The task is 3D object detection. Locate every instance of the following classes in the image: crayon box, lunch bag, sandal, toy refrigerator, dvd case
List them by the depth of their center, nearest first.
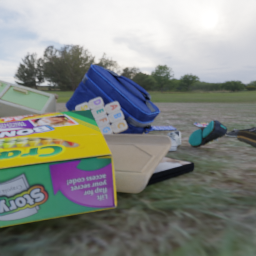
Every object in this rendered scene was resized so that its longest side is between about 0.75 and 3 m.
[{"bbox_3d":[-1.811,0.463,4.160,2.858,0.833,2.466,-7,16,-12],"label":"crayon box"},{"bbox_3d":[2.685,0.754,4.471,1.180,0.788,2.888,14,17,-23],"label":"sandal"},{"bbox_3d":[-0.026,0.780,6.256,1.735,0.213,2.432,-7,10,-42],"label":"dvd case"},{"bbox_3d":[-3.143,-0.718,7.706,2.103,0.736,0.798,16,50,4],"label":"toy refrigerator"},{"bbox_3d":[-0.309,-0.639,8.280,2.561,1.694,1.740,40,20,14],"label":"lunch bag"}]

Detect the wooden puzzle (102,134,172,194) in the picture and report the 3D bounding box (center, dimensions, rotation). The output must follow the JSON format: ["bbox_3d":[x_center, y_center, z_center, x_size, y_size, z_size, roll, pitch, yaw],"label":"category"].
[{"bbox_3d":[-0.278,0.626,5.338,1.887,0.380,2.040,0,19,21],"label":"wooden puzzle"}]

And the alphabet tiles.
[{"bbox_3d":[-0.818,-0.078,6.859,1.468,1.500,0.110,-20,-33,-1],"label":"alphabet tiles"}]

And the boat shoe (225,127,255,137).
[{"bbox_3d":[4.359,0.148,10.776,1.247,0.355,0.417,-1,7,-4],"label":"boat shoe"}]

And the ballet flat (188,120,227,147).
[{"bbox_3d":[2.331,0.245,8.150,0.613,0.613,1.679,-2,-18,-13],"label":"ballet flat"}]

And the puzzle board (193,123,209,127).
[{"bbox_3d":[3.907,-0.148,14.194,0.967,0.112,1.283,0,7,3],"label":"puzzle board"}]

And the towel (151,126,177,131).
[{"bbox_3d":[1.546,0.008,12.826,1.150,0.137,0.833,-1,8,-7],"label":"towel"}]

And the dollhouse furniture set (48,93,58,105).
[{"bbox_3d":[-2.628,-0.241,7.360,2.284,1.618,2.487,4,0,-4],"label":"dollhouse furniture set"}]

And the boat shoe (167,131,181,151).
[{"bbox_3d":[1.323,0.367,8.459,0.500,0.456,1.389,7,12,28],"label":"boat shoe"}]
